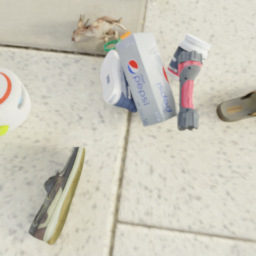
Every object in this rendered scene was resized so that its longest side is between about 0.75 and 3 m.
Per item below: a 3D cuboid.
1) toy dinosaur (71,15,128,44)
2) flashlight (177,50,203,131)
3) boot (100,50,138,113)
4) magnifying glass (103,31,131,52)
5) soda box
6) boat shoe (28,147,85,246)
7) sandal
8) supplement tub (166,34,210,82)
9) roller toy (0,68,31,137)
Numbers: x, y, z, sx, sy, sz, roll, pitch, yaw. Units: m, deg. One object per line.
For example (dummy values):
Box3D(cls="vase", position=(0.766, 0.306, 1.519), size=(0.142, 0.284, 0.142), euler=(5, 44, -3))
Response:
Box3D(cls="toy dinosaur", position=(-1.139, -4.061, 11.175), size=(2.241, 0.962, 1.519), euler=(-25, 42, -26))
Box3D(cls="flashlight", position=(1.930, -1.154, 8.756), size=(0.823, 0.820, 2.422), euler=(-2, 77, 18))
Box3D(cls="boot", position=(-0.267, -1.673, 10.206), size=(1.222, 0.984, 2.704), euler=(24, 43, -29))
Box3D(cls="magnifying glass", position=(-0.426, -3.494, 11.273), size=(1.371, 0.154, 0.546), euler=(-41, 50, -21))
Box3D(cls="soda box", position=(0.649, -1.574, 9.205), size=(0.997, 0.927, 2.922), euler=(-20, 92, -43))
Box3D(cls="boat shoe", position=(-2.110, 1.871, 8.408), size=(0.983, 1.069, 2.991), euler=(16, 71, 2))
Box3D(cls="sandal", position=(4.421, -0.940, 9.860), size=(2.676, 0.730, 1.094), euler=(-13, 66, -6))
Box3D(cls="supplement tub", position=(2.127, -2.429, 10.001), size=(1.079, 1.538, 1.079), euler=(21, 25, -10))
Box3D(cls="roller toy", position=(-4.469, -0.979, 9.456), size=(2.149, 1.502, 1.961), euler=(41, 72, 17))
